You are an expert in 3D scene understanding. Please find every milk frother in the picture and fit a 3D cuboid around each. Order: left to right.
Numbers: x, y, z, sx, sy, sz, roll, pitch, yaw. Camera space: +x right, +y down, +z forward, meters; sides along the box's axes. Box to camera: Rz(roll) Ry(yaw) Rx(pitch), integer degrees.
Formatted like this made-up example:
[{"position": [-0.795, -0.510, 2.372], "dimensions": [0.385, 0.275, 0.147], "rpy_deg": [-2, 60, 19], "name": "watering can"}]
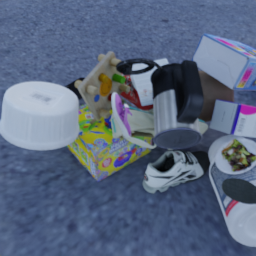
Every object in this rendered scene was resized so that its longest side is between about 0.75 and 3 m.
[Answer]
[{"position": [0.674, -0.611, 6.268], "dimensions": [1.843, 1.663, 1.733], "rpy_deg": [-2, 62, 4], "name": "milk frother"}]

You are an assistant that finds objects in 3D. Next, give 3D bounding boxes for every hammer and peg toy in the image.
[{"position": [-0.545, -0.833, 7.183], "dimensions": [0.652, 1.850, 1.361], "rpy_deg": [25, 66, 28], "name": "hammer and peg toy"}]

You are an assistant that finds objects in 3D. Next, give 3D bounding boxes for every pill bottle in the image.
[{"position": [2.759, 1.284, 6.611], "dimensions": [1.501, 1.501, 2.510], "rpy_deg": [0, 32, 0], "name": "pill bottle"}]

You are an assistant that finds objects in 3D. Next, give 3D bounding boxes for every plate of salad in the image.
[{"position": [2.377, 0.586, 6.151], "dimensions": [0.986, 0.237, 0.986], "rpy_deg": [-26, 33, 18], "name": "plate of salad"}]

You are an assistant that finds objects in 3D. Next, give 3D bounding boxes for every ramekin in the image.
[{"position": [-2.099, -0.381, 6.813], "dimensions": [1.904, 0.928, 1.904], "rpy_deg": [11, 30, -6], "name": "ramekin"}]

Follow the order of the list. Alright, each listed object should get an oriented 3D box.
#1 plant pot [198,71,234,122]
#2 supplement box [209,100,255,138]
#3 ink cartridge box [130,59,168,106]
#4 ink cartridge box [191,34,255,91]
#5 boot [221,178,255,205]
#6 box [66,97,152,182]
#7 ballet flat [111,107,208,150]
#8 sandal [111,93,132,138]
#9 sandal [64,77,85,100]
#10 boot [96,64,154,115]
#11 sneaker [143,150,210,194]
[{"position": [2.227, -0.959, 8.603], "dimensions": [1.836, 2.106, 2.106], "rpy_deg": [-4, 39, 15], "name": "plant pot"}, {"position": [3.099, -0.220, 7.558], "dimensions": [1.585, 0.802, 0.819], "rpy_deg": [7, 10, -31], "name": "supplement box"}, {"position": [0.706, -1.197, 7.628], "dimensions": [1.095, 0.323, 1.367], "rpy_deg": [-12, 65, -7], "name": "ink cartridge box"}, {"position": [3.135, -1.768, 7.753], "dimensions": [2.341, 0.894, 1.597], "rpy_deg": [-3, 38, -40], "name": "ink cartridge box"}, {"position": [1.989, 1.139, 4.747], "dimensions": [1.086, 0.709, 0.368], "rpy_deg": [14, 74, -3], "name": "boot"}, {"position": [-0.629, 0.173, 8.207], "dimensions": [1.971, 1.202, 1.898], "rpy_deg": [-26, 47, -28], "name": "box"}, {"position": [0.848, 0.139, 7.175], "dimensions": [2.729, 0.948, 0.948], "rpy_deg": [9, 38, -18], "name": "ballet flat"}, {"position": [-0.063, -0.270, 5.605], "dimensions": [0.304, 1.235, 0.503], "rpy_deg": [-9, 54, 9], "name": "sandal"}, {"position": [-2.080, -1.039, 9.484], "dimensions": [0.521, 0.926, 2.435], "rpy_deg": [-19, 25, 48], "name": "sandal"}, {"position": [-0.062, -1.228, 8.146], "dimensions": [1.796, 0.901, 2.489], "rpy_deg": [27, 2, -30], "name": "boot"}, {"position": [1.408, 0.972, 7.503], "dimensions": [2.152, 0.952, 0.797], "rpy_deg": [-20, 43, -25], "name": "sneaker"}]
